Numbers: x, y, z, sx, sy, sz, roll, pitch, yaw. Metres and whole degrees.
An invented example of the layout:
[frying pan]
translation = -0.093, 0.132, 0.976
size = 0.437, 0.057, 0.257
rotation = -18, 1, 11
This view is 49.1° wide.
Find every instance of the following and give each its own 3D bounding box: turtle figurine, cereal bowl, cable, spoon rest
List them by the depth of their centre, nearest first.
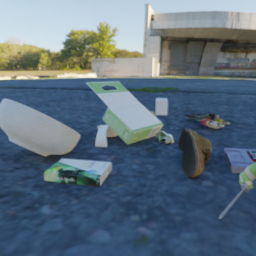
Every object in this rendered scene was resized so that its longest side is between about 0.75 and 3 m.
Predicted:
[turtle figurine]
translation = 3.150, 1.394, 5.511
size = 2.304, 2.376, 1.710
rotation = 15, -18, -32
[cereal bowl]
translation = -2.942, 0.164, 8.926
size = 2.650, 1.104, 2.650
rotation = 24, -9, 4
[spoon rest]
translation = -0.800, 0.117, 11.115
size = 1.122, 0.685, 2.259
rotation = 2, 15, 8
[cable]
translation = 3.382, -0.343, 13.314
size = 1.312, 0.680, 2.702
rotation = 1, 2, -25

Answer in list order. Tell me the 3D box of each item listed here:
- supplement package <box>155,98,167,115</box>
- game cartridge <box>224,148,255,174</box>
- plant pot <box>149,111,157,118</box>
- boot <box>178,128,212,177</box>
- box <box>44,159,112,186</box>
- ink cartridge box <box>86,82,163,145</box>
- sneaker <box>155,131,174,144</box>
[supplement package]
translation = 1.919, -1.220, 16.091
size = 0.666, 0.866, 0.905
rotation = 2, 14, 6
[game cartridge]
translation = 3.592, 0.971, 8.488
size = 1.104, 0.327, 1.704
rotation = -2, 13, 12
[plant pot]
translation = 1.026, -0.499, 13.762
size = 0.890, 0.597, 0.890
rotation = 1, 14, 0
[boot]
translation = 2.115, 0.703, 8.343
size = 0.982, 0.958, 2.603
rotation = 18, 20, 1
[box]
translation = -1.328, 1.183, 7.631
size = 1.543, 0.280, 1.114
rotation = 2, 13, 11
[ink cartridge box]
translation = -0.223, -0.719, 11.260
size = 2.920, 0.700, 2.125
rotation = 44, 32, 22
[sneaker]
translation = 1.307, 0.391, 10.749
size = 0.439, 0.381, 0.990
rotation = -20, 19, -28
